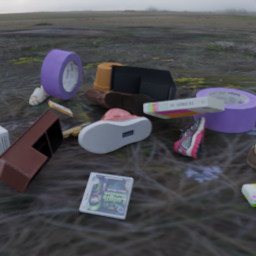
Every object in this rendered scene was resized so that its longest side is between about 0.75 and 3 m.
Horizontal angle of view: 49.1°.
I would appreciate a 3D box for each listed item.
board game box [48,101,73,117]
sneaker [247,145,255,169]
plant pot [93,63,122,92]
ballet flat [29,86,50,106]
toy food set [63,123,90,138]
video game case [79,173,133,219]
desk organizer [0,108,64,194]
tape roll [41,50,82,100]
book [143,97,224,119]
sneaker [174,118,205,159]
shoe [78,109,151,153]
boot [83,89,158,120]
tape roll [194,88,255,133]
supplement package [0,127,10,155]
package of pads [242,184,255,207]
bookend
[{"bbox_3d":[-2.756,-0.777,11.574,1.057,0.158,0.505,29,8,-33],"label":"board game box"},{"bbox_3d":[4.473,1.055,8.192,1.873,0.707,0.660,17,31,31],"label":"sneaker"},{"bbox_3d":[-0.955,-2.724,15.251,1.915,1.340,1.915,0,27,0],"label":"plant pot"},{"bbox_3d":[-4.346,-1.749,14.031,0.769,0.650,2.033,4,27,12],"label":"ballet flat"},{"bbox_3d":[-2.094,0.215,10.252,1.417,0.284,0.978,-24,7,-30],"label":"toy food set"},{"bbox_3d":[-0.532,1.677,7.026,1.148,0.134,1.044,6,55,13],"label":"video game case"},{"bbox_3d":[-2.678,0.591,8.161,0.965,0.899,2.507,34,38,-5],"label":"desk organizer"},{"bbox_3d":[-3.114,-2.520,13.304,0.935,2.200,2.200,15,29,14],"label":"tape roll"},{"bbox_3d":[2.028,-0.738,10.270,2.467,0.593,1.648,-3,-3,36],"label":"book"},{"bbox_3d":[2.212,0.215,9.723,0.807,0.871,2.162,10,28,19],"label":"sneaker"},{"bbox_3d":[-0.662,0.045,9.856,2.972,1.062,1.352,-12,25,-39],"label":"shoe"},{"bbox_3d":[-0.367,-1.134,12.501,2.774,0.956,2.976,16,0,-25],"label":"boot"},{"bbox_3d":[4.024,-0.785,11.598,2.466,1.048,2.466,0,27,0],"label":"tape roll"},{"bbox_3d":[-4.707,0.720,8.404,1.081,1.123,1.974,23,33,35],"label":"supplement package"},{"bbox_3d":[3.472,1.732,7.294,0.814,0.278,0.629,-3,26,-5],"label":"package of pads"},{"bbox_3d":[0.532,-1.790,12.963,2.930,1.358,2.948,5,26,-2],"label":"bookend"}]
